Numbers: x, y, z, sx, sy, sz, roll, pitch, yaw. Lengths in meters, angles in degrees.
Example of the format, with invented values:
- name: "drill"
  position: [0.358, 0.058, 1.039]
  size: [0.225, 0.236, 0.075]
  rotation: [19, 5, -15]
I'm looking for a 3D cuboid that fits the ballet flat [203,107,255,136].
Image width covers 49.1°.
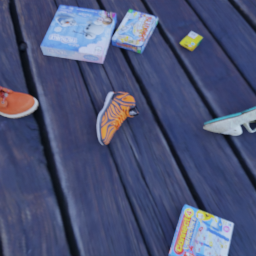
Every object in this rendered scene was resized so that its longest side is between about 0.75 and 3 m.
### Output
- name: "ballet flat"
  position: [4.369, -0.189, 10.717]
  size: [2.976, 1.004, 0.928]
  rotation: [-18, 84, -8]

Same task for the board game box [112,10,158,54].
- name: "board game box"
  position: [0.345, -4.671, 13.482]
  size: [1.521, 0.387, 2.247]
  rotation: [19, 63, 10]

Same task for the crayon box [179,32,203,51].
- name: "crayon box"
  position: [2.946, -4.043, 13.209]
  size: [0.656, 0.262, 1.033]
  rotation: [37, 67, 19]

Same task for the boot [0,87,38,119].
- name: "boot"
  position: [-5.001, -1.174, 10.962]
  size: [2.729, 1.463, 1.024]
  rotation: [4, 59, 0]

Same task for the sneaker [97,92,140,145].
- name: "sneaker"
  position: [-0.324, -0.436, 10.684]
  size: [1.342, 0.929, 2.396]
  rotation: [2, 60, 20]

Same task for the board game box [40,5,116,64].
- name: "board game box"
  position: [-2.253, -4.482, 13.241]
  size: [2.863, 0.621, 2.849]
  rotation: [10, 63, 5]

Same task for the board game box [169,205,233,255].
- name: "board game box"
  position: [2.319, 3.541, 8.890]
  size: [1.619, 0.462, 1.654]
  rotation: [19, 63, 10]
